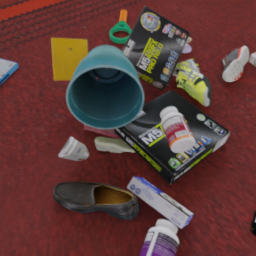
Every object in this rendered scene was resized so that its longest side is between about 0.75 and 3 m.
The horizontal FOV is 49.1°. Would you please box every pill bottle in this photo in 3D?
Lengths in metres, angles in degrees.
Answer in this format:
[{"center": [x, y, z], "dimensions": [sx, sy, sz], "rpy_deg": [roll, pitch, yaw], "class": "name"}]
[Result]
[{"center": [0.744, 3.038, 6.846], "dimensions": [0.814, 0.814, 1.448], "rpy_deg": [18, 53, 14], "class": "pill bottle"}, {"center": [1.283, 0.031, 7.550], "dimensions": [0.660, 0.660, 1.169], "rpy_deg": [-11, 56, -9], "class": "pill bottle"}]

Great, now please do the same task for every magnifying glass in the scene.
[{"center": [-0.309, -5.101, 14.037], "dimensions": [1.100, 0.310, 2.765], "rpy_deg": [2, 52, 2], "class": "magnifying glass"}]

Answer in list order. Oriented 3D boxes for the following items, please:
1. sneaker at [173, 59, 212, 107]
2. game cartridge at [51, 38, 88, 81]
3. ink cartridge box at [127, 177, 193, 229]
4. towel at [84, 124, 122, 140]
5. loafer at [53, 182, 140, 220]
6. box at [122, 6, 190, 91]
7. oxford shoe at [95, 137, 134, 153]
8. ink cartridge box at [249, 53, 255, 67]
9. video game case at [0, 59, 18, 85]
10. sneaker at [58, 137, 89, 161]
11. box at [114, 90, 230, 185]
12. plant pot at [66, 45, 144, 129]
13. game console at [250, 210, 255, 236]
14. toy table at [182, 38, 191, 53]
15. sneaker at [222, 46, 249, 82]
[{"center": [2.430, -1.653, 10.785], "dimensions": [1.018, 1.004, 2.664], "rpy_deg": [-14, 41, -2], "class": "sneaker"}, {"center": [-2.098, -2.476, 10.195], "dimensions": [1.302, 1.477, 0.240], "rpy_deg": [-5, 10, -25], "class": "game cartridge"}, {"center": [0.876, 2.006, 7.665], "dimensions": [1.778, 0.836, 0.393], "rpy_deg": [32, 91, 24], "class": "ink cartridge box"}, {"center": [-0.479, -0.612, 10.277], "dimensions": [1.608, 0.254, 2.232], "rpy_deg": [14, 51, 10], "class": "towel"}, {"center": [-0.913, 1.846, 7.781], "dimensions": [2.513, 0.908, 0.915], "rpy_deg": [6, 51, 6], "class": "loafer"}, {"center": [0.979, -3.072, 10.831], "dimensions": [2.123, 0.587, 2.650], "rpy_deg": [28, 71, -9], "class": "box"}, {"center": [-0.422, 0.622, 9.174], "dimensions": [1.391, 0.402, 0.523], "rpy_deg": [10, 28, -11], "class": "oxford shoe"}, {"center": [5.798, -2.865, 12.065], "dimensions": [0.659, 0.382, 0.910], "rpy_deg": [-23, 54, -18], "class": "ink cartridge box"}, {"center": [-6.025, -2.036, 11.479], "dimensions": [1.845, 0.230, 2.578], "rpy_deg": [16, 52, 13], "class": "video game case"}, {"center": [-1.472, 0.698, 7.735], "dimensions": [0.706, 1.722, 0.644], "rpy_deg": [34, 80, -8], "class": "sneaker"}, {"center": [1.426, 0.129, 9.277], "dimensions": [2.798, 0.665, 2.702], "rpy_deg": [-29, 58, -29], "class": "box"}, {"center": [-0.695, -1.482, 8.808], "dimensions": [2.239, 2.239, 2.104], "rpy_deg": [-2, 42, -2], "class": "plant pot"}, {"center": [4.261, 2.320, 7.832], "dimensions": [1.203, 0.246, 2.040], "rpy_deg": [24, 55, 18], "class": "game console"}, {"center": [2.396, -3.934, 12.803], "dimensions": [1.087, 0.637, 0.999], "rpy_deg": [17, 52, 15], "class": "toy table"}, {"center": [4.333, -2.637, 11.803], "dimensions": [0.877, 0.826, 2.143], "rpy_deg": [8, 45, 44], "class": "sneaker"}]
